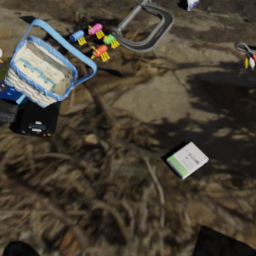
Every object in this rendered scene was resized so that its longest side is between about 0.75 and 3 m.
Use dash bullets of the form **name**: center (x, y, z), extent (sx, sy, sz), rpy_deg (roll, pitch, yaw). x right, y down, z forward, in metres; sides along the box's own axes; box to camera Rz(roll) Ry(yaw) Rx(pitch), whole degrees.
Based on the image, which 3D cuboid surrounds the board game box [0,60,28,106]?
- **board game box**: center (-4.653, -1.353, 9.863), extent (1.588, 0.419, 2.076), rpy_deg (-36, 63, -22)

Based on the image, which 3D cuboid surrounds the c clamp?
- **c clamp**: center (0.249, -2.892, 7.626), extent (1.815, 0.288, 2.125), rpy_deg (24, 63, 9)

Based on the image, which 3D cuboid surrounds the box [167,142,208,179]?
- **box**: center (1.780, 0.974, 8.432), extent (1.018, 0.185, 0.735), rpy_deg (-31, 61, -20)

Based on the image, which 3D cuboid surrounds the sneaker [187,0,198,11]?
- **sneaker**: center (2.989, -5.786, 12.919), extent (0.511, 0.358, 0.885), rpy_deg (5, 54, 6)

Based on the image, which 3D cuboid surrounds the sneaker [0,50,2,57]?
- **sneaker**: center (-5.535, -3.433, 11.013), extent (0.778, 0.854, 2.083), rpy_deg (-15, 57, -10)

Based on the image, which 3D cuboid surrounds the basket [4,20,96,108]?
- **basket**: center (-2.067, -1.563, 7.084), extent (2.047, 1.805, 1.424), rpy_deg (-22, 41, 41)

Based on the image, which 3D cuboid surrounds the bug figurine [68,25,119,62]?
- **bug figurine**: center (-1.362, -3.564, 11.310), extent (2.012, 0.518, 1.560), rpy_deg (37, 63, 23)

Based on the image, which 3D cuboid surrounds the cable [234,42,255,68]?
- **cable**: center (2.891, -1.746, 6.665), extent (0.476, 0.981, 0.247), rpy_deg (-16, 64, 35)

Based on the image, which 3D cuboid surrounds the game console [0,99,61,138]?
- **game console**: center (-3.751, -0.620, 9.129), extent (2.945, 0.355, 1.737), rpy_deg (8, 55, -8)
